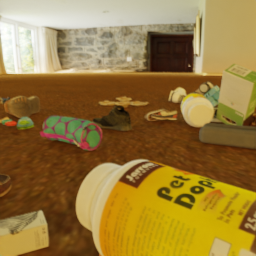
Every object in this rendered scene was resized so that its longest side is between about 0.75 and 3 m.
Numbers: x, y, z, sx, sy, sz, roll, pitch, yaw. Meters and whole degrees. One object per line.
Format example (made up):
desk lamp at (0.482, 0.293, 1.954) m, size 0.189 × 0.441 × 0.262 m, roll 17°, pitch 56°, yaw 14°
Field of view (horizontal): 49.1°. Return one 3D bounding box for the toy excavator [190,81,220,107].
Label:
toy excavator at (4.147, -1.352, 13.020) m, size 1.911 × 1.965 × 0.982 m, roll -43°, pitch -8°, yaw 30°

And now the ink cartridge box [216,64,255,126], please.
ink cartridge box at (3.370, -0.897, 8.612) m, size 0.563 × 1.899 × 0.986 m, roll -34°, pitch 49°, yaw -26°

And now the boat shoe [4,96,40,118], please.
boat shoe at (-4.341, -0.834, 11.227) m, size 0.833 × 0.878 × 2.320 m, roll -2°, pitch 5°, yaw 7°

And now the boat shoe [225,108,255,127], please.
boat shoe at (4.240, -0.351, 9.328) m, size 2.038 × 0.717 × 0.717 m, roll -5°, pitch 12°, yaw -18°

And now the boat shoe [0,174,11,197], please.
boat shoe at (-2.335, 0.986, 4.586) m, size 0.434 × 0.433 × 1.232 m, roll 3°, pitch 13°, yaw 7°

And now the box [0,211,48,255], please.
box at (-1.483, 1.333, 3.390) m, size 0.951 × 0.325 × 0.391 m, roll -7°, pitch 16°, yaw -27°

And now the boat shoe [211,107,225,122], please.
boat shoe at (3.251, -0.539, 10.602) m, size 0.524 × 0.471 × 1.481 m, roll -1°, pitch 14°, yaw -5°

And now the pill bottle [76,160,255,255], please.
pill bottle at (0.480, 1.028, 2.822) m, size 2.178 × 1.190 × 1.190 m, roll 12°, pitch 18°, yaw 40°

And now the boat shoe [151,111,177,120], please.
boat shoe at (1.313, -0.474, 10.169) m, size 0.970 × 0.303 × 0.345 m, roll 2°, pitch 12°, yaw -11°

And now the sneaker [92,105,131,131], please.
sneaker at (-0.553, -0.377, 9.267) m, size 1.454 × 0.833 × 0.556 m, roll 6°, pitch 13°, yaw 32°

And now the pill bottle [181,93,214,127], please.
pill bottle at (2.405, -0.623, 9.816) m, size 1.013 × 1.013 × 1.855 m, roll 2°, pitch 14°, yaw 6°

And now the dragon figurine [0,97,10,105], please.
dragon figurine at (-6.314, -1.415, 14.475) m, size 0.513 × 0.303 × 1.031 m, roll -7°, pitch 14°, yaw -24°

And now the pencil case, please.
pencil case at (-1.535, 0.111, 7.477) m, size 1.680 × 0.715 × 0.776 m, roll 10°, pitch 42°, yaw 37°

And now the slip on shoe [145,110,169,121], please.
slip on shoe at (1.114, -0.459, 10.572) m, size 1.045 × 0.397 × 0.317 m, roll -14°, pitch 9°, yaw -25°

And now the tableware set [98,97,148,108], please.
tableware set at (-0.233, -1.273, 13.983) m, size 1.833 × 0.255 × 2.195 m, roll -13°, pitch 18°, yaw -42°

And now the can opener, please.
can opener at (3.415, 0.019, 7.263) m, size 2.986 × 0.998 × 0.796 m, roll 6°, pitch 15°, yaw 24°

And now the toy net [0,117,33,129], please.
toy net at (-4.072, -0.083, 9.133) m, size 1.809 × 0.349 × 0.949 m, roll -4°, pitch 17°, yaw -8°

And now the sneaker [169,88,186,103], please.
sneaker at (2.812, -1.686, 15.074) m, size 0.753 × 0.715 × 1.871 m, roll 17°, pitch 25°, yaw 23°
